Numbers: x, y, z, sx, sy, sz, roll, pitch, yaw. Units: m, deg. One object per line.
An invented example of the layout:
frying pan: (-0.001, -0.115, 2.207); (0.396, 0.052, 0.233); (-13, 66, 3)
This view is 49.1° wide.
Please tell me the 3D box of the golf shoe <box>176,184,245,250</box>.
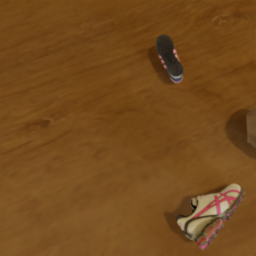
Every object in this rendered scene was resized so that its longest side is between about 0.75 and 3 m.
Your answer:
golf shoe: (2.122, 1.949, 7.020); (0.999, 0.787, 2.169); (38, 48, 27)

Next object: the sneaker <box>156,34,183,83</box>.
sneaker: (1.368, -2.287, 9.399); (0.616, 0.720, 1.756); (-17, 69, 6)

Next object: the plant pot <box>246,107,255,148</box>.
plant pot: (3.756, -0.016, 7.893); (0.765, 1.658, 1.658); (-1, 60, 23)
